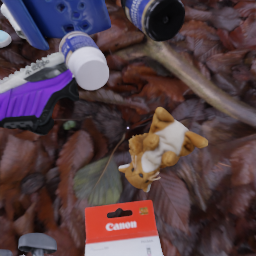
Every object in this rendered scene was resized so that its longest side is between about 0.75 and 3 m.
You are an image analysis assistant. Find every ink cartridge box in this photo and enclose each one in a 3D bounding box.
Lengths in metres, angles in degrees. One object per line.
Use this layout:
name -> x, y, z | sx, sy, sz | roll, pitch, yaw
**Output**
ink cartridge box -> -0.132, 3.050, 6.945 | 1.923, 0.675, 2.366 | -6, 68, -3

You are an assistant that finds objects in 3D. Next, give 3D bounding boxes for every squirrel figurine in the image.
squirrel figurine -> 0.556, 0.549, 5.898 | 1.174, 1.660, 1.549 | 36, 85, -5

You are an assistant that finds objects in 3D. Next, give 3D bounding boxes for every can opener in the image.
can opener -> -2.403, 2.326, 5.222 | 2.177, 0.581, 0.728 | 19, 39, -30

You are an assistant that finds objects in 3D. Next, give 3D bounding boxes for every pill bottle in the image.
pill bottle -> 0.470, -2.706, 6.354 | 0.949, 0.949, 1.696 | -23, 44, -11
pill bottle -> -1.038, -1.586, 6.611 | 0.911, 0.911, 1.574 | -21, 42, -10

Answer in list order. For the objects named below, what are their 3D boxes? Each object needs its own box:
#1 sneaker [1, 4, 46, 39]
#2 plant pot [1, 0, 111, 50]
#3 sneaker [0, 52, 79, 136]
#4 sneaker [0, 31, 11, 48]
sneaker -> -3.893, -3.840, 10.201 | 2.203, 0.841, 0.887 | 31, 77, 16
plant pot -> -2.016, -3.543, 6.942 | 2.140, 2.380, 2.381 | -27, 51, -2
sneaker -> -2.091, -0.305, 5.385 | 2.611, 0.908, 1.299 | -32, 104, -11
sneaker -> -5.229, -3.479, 9.952 | 2.101, 0.861, 0.776 | 16, 66, 8
